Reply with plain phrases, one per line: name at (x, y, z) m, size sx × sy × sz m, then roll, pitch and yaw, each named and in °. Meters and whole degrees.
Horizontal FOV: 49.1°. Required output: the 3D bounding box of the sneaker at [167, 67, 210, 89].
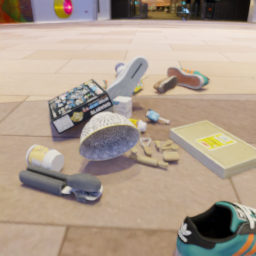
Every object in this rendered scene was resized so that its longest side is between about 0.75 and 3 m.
sneaker at (3.458, -2.891, 16.211) m, size 1.099 × 0.982 × 2.750 m, roll -12°, pitch 32°, yaw -37°

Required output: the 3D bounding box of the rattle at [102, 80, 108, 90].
rattle at (-1.076, -2.015, 14.397) m, size 0.651 × 0.911 × 0.593 m, roll 15°, pitch -9°, yaw 44°

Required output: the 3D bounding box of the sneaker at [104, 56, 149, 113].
sneaker at (-0.135, -1.948, 12.708) m, size 1.093 × 2.994 × 1.060 m, roll 40°, pitch 12°, yaw -12°

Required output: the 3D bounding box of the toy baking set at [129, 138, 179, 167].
toy baking set at (0.777, 0.792, 9.634) m, size 2.124 × 0.247 × 1.630 m, roll 8°, pitch 26°, yaw 20°

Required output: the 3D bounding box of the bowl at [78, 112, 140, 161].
bowl at (-0.682, 0.135, 8.773) m, size 1.983 × 1.983 × 0.931 m, roll -9°, pitch 57°, yaw -17°

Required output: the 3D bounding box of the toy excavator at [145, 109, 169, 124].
toy excavator at (1.232, -0.419, 11.719) m, size 0.792 × 0.407 × 0.814 m, roll 25°, pitch 0°, yaw -40°

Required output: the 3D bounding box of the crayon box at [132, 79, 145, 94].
crayon box at (0.328, -2.364, 15.176) m, size 0.374 × 0.763 × 1.284 m, roll -26°, pitch 9°, yaw 36°

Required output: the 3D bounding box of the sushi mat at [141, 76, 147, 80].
sushi mat at (0.413, -3.252, 17.741) m, size 1.493 × 0.090 × 0.714 m, roll 14°, pitch 31°, yaw 24°

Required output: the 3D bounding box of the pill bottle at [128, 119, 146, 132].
pill bottle at (0.247, -0.081, 11.052) m, size 0.884 × 0.483 × 0.483 m, roll 8°, pitch 28°, yaw 15°

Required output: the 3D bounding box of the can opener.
can opener at (-1.870, 1.379, 7.777) m, size 2.505 × 0.837 × 0.668 m, roll 13°, pitch 27°, yaw 16°

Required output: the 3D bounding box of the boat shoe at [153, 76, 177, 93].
boat shoe at (2.080, -2.487, 15.524) m, size 0.704 × 0.742 × 1.961 m, roll 18°, pitch 29°, yaw 33°

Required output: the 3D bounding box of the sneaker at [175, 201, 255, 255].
sneaker at (2.428, 2.130, 5.928) m, size 2.934 × 1.172 × 1.047 m, roll -8°, pitch 28°, yaw -16°

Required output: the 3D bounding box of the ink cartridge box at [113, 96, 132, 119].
ink cartridge box at (-0.235, -0.830, 12.104) m, size 0.639 × 0.869 × 0.628 m, roll 10°, pitch 27°, yaw 19°

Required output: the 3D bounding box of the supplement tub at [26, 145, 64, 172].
supplement tub at (-2.576, 0.977, 8.709) m, size 0.993 × 0.722 × 0.722 m, roll 13°, pitch 30°, yaw 24°

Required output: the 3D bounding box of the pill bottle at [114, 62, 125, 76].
pill bottle at (-0.388, -3.566, 17.439) m, size 0.771 × 0.771 × 1.332 m, roll -5°, pitch 30°, yaw -9°

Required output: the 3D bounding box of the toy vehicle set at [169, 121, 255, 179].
toy vehicle set at (2.985, 0.613, 9.791) m, size 1.787 × 0.381 × 2.876 m, roll -12°, pitch 29°, yaw -23°

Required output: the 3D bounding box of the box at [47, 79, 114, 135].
box at (-2.081, -1.009, 11.505) m, size 2.331 × 0.675 × 2.932 m, roll -29°, pitch 26°, yaw -7°
